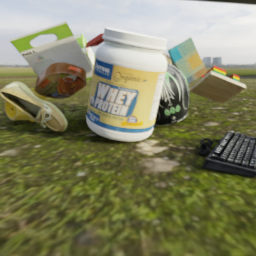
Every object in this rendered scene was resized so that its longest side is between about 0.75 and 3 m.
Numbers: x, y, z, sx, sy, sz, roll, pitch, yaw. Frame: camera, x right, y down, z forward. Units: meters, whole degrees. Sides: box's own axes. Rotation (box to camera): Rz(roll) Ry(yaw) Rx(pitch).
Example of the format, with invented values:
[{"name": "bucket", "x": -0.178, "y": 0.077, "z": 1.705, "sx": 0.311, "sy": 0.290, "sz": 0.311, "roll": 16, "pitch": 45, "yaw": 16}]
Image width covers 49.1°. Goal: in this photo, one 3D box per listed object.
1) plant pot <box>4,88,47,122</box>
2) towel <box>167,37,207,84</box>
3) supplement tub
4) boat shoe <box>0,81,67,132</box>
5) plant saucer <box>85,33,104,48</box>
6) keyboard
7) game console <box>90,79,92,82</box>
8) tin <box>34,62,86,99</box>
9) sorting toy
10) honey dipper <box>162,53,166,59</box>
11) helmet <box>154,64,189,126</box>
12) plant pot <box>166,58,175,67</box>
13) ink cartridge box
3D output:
[{"name": "plant pot", "x": -4.043, "y": -0.830, "z": 10.978, "sx": 1.338, "sy": 1.338, "sz": 1.259, "roll": 10, "pitch": 20, "yaw": 36}, {"name": "towel", "x": 2.466, "y": -2.752, "z": 11.606, "sx": 1.195, "sy": 1.630, "sz": 0.177, "roll": -30, "pitch": 9, "yaw": -10}, {"name": "supplement tub", "x": -0.043, "y": -1.317, "z": 8.490, "sx": 2.161, "sy": 2.988, "sz": 2.161, "roll": 9, "pitch": 20, "yaw": -3}, {"name": "boat shoe", "x": -3.038, "y": -0.591, "z": 9.078, "sx": 2.307, "sy": 0.841, "sz": 0.726, "roll": 41, "pitch": 36, "yaw": -4}, {"name": "plant saucer", "x": -0.917, "y": -2.796, "z": 8.864, "sx": 0.782, "sy": 0.144, "sz": 0.784, "roll": -22, "pitch": 8, "yaw": 31}, {"name": "keyboard", "x": 2.633, "y": 0.530, "z": 7.227, "sx": 1.723, "sy": 0.368, "sz": 2.870, "roll": 7, "pitch": 14, "yaw": 27}, {"name": "game console", "x": -0.884, "y": -2.719, "z": 12.474, "sx": 1.543, "sy": 0.271, "sz": 1.745, "roll": -20, "pitch": 36, "yaw": 43}, {"name": "tin", "x": -2.329, "y": -1.563, "z": 9.546, "sx": 1.318, "sy": 0.493, "sz": 2.355, "roll": 8, "pitch": -16, "yaw": -36}, {"name": "sorting toy", "x": 3.469, "y": -1.687, "z": 10.934, "sx": 1.518, "sy": 0.528, "sz": 1.509, "roll": 18, "pitch": -23, "yaw": -12}, {"name": "honey dipper", "x": 0.253, "y": -2.061, "z": 11.277, "sx": 2.908, "sy": 0.552, "sz": 0.552, "roll": -39, "pitch": 10, "yaw": 8}, {"name": "helmet", "x": 1.267, "y": -1.362, "z": 10.567, "sx": 2.204, "sy": 2.101, "sz": 2.204, "roll": -16, "pitch": 25, "yaw": 7}, {"name": "plant pot", "x": 1.112, "y": -2.018, "z": 12.493, "sx": 2.368, "sy": 2.371, "sz": 2.099, "roll": 1, "pitch": -6, "yaw": 8}, {"name": "ink cartridge box", "x": -2.438, "y": -2.671, "z": 9.728, "sx": 2.010, "sy": 1.030, "sz": 2.720, "roll": -14, "pitch": -30, "yaw": 8}]
